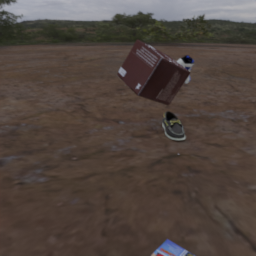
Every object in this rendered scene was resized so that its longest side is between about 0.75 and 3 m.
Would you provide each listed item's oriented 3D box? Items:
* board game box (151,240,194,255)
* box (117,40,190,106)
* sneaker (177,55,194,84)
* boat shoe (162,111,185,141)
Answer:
[{"bbox_3d":[0.937,2.415,3.664,1.974,0.340,1.336,19,28,39],"label":"board game box"},{"bbox_3d":[0.586,-1.228,6.394,1.149,0.943,0.953,11,30,-46],"label":"box"},{"bbox_3d":[2.216,-2.261,10.693,1.415,0.817,0.572,22,33,-56],"label":"sneaker"},{"bbox_3d":[1.554,-0.090,9.745,0.618,0.522,1.734,-3,22,-8],"label":"boat shoe"}]
